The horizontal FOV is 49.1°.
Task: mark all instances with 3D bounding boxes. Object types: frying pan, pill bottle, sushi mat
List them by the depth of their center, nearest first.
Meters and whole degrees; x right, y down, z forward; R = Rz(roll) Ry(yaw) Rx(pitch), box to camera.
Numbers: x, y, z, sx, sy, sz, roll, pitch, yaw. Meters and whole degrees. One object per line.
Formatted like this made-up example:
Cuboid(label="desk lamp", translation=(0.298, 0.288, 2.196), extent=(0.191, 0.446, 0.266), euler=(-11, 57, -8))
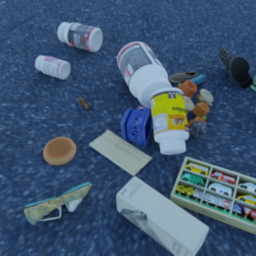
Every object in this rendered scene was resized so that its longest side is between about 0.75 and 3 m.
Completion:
Cuboid(label="pill bottle", translation=(1.498, -0.215, 10.080), extent=(1.221, 1.221, 2.235), euler=(-3, 73, -3))
Cuboid(label="sushi mat", translation=(-0.299, 0.854, 10.198), extent=(2.213, 0.134, 1.059), euler=(31, 54, 27))
Cuboid(label="frying pan", translation=(2.404, 0.002, 10.446), extent=(1.084, 0.656, 0.176), euler=(18, 19, 0))
Cuboid(label="pill bottle", translation=(0.691, -2.298, 12.166), extent=(1.720, 1.720, 2.969), euler=(-12, 47, -11))
Cuboid(label="pill bottle", translation=(-3.615, -2.912, 13.386), extent=(1.510, 0.856, 0.856), euler=(20, 49, 19))
Cuboid(label="pill bottle", translation=(-2.593, -4.926, 15.090), extent=(2.170, 1.257, 1.257), euler=(19, 49, 19))

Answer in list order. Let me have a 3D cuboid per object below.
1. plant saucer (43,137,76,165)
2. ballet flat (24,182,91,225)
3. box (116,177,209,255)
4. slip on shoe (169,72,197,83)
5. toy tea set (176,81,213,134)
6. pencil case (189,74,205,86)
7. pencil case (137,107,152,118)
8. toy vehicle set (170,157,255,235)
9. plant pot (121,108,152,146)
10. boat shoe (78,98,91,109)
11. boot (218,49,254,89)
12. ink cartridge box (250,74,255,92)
Cuboid(label="plant saucer", translation=(-2.486, 0.795, 10.102), extent=(1.182, 0.221, 1.182), euler=(-2, 51, 2))
Cuboid(label="ballet flat", translation=(-1.999, 2.295, 8.402), extent=(2.078, 0.735, 0.735), euler=(-18, 48, -25))
Cuboid(label="box", translation=(0.882, 2.559, 7.899), extent=(2.536, 1.042, 0.867), euler=(30, 54, 28))
Cuboid(label="slip on shoe", translation=(2.597, -2.418, 13.149), extent=(1.308, 0.396, 0.497), euler=(-3, 63, -7))
Cuboid(label="toy tea set", translation=(2.511, -0.787, 11.494), extent=(1.598, 0.994, 2.687), euler=(34, 45, -8))
Cuboid(label="pencil case", translation=(3.156, -2.163, 12.989), extent=(0.877, 0.373, 0.405), euler=(-27, 15, -23))
Cuboid(label="pencil case", translation=(0.750, -0.611, 11.479), extent=(0.863, 0.381, 0.381), euler=(16, 48, 16))
Cuboid(label="toy vehicle set", translation=(2.882, 2.049, 8.855), extent=(2.748, 0.364, 1.707), euler=(17, 48, 16))
Cuboid(label="plant pot", translation=(0.303, -0.090, 10.500), extent=(0.966, 1.074, 1.074), euler=(9, 46, 16))
Cuboid(label="boat shoe", translation=(-1.852, -1.047, 11.980), extent=(0.268, 0.268, 0.762), euler=(-15, 50, -36))
Cuboid(label="boot", translation=(4.689, -2.937, 12.758), extent=(0.821, 2.370, 2.064), euler=(-34, 51, 15))
Cuboid(label="ink cartridge box", translation=(6.817, -2.404, 12.966), extent=(2.516, 0.746, 1.306), euler=(-20, 49, -18))
